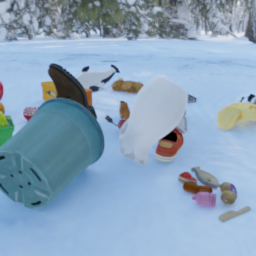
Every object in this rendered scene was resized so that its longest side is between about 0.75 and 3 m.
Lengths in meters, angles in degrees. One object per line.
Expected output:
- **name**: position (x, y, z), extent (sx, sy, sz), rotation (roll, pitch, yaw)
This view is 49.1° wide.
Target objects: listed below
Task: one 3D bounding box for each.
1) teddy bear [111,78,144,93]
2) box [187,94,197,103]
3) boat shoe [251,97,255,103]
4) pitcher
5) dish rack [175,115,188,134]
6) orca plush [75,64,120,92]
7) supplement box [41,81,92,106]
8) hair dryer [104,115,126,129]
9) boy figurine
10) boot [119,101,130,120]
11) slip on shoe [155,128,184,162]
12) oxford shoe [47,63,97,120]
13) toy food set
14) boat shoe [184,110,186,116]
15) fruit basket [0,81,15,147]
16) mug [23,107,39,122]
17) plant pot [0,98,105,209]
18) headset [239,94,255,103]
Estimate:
- **teddy bear**: position (0.169, -2.325, 15.319), extent (2.194, 0.732, 1.590), rotation (17, 26, 35)
- **box**: position (2.716, -1.469, 13.881), extent (0.976, 0.243, 0.969), rotation (-9, 23, -19)
- **boat shoe**: position (6.385, -1.108, 12.385), extent (1.910, 0.689, 0.677), rotation (-4, 19, -14)
- **pitcher**: position (0.556, -0.349, 8.127), extent (1.401, 2.312, 1.983), rotation (27, 11, -27)
- **dish rack**: position (1.644, -0.270, 9.524), extent (0.905, 0.230, 1.055), rotation (36, 33, -14)
- **orca plush**: position (-1.948, -2.787, 15.972), extent (2.899, 1.525, 1.031), rotation (-42, 1, -26)
- **supplement box**: position (-2.931, -1.543, 13.128), extent (2.840, 0.945, 0.977), rotation (19, 29, 36)
- **hair dryer**: position (0.035, -0.128, 10.163), extent (1.216, 0.434, 1.597), rotation (2, 26, -47)
- **boy figurine**: position (4.573, -0.544, 10.799), extent (2.723, 0.877, 1.693), rotation (-14, 24, -29)
- **boot**: position (-0.012, -0.684, 11.320), extent (0.359, 0.727, 0.937), rotation (-18, 28, -37)
- **slip on shoe**: position (1.339, 0.340, 8.832), extent (0.822, 0.679, 2.218), rotation (11, 20, 15)
- **oxford shoe**: position (-2.010, -0.893, 9.462), extent (0.991, 2.727, 1.151), rotation (15, 53, 41)
- **toy food set**: position (1.896, 1.435, 6.740), extent (1.223, 0.303, 1.923), rotation (-12, 25, -26)
- **boat shoe**: position (1.641, -0.640, 10.943), extent (0.736, 0.724, 1.975), rotation (26, 34, 37)
- **fruit basket**: position (-4.198, -0.656, 8.217), extent (1.304, 2.783, 2.578), rotation (-13, 19, -23)
- **mug**: position (-3.684, -0.520, 11.078), extent (0.973, 0.649, 0.863), rotation (7, 21, 24)
- **plant pot**: position (-1.947, 0.641, 6.675), extent (2.103, 2.103, 2.060), rotation (9, 31, 20)
- **headset**: position (5.903, -1.254, 13.274), extent (1.268, 0.596, 0.783), rotation (10, 23, -17)
